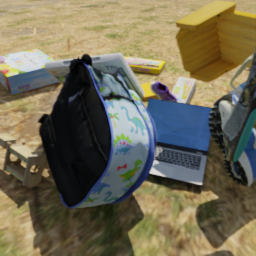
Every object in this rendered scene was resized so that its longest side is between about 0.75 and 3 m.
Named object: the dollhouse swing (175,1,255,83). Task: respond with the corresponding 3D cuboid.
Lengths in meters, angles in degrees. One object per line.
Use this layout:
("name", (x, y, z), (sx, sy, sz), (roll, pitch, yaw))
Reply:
("dollhouse swing", (2.696, -2.172, 7.944), (1.868, 2.055, 1.807), (-29, 45, -1))

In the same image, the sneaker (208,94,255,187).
("sneaker", (2.647, 0.209, 6.586), (1.010, 2.267, 0.890), (-30, 21, -19))

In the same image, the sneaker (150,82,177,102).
("sneaker", (1.231, -1.126, 9.288), (0.485, 1.162, 0.468), (-3, 59, 57))

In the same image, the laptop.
("laptop", (1.202, 0.280, 7.660), (1.993, 1.233, 2.128), (10, 31, 16))

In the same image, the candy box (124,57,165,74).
("candy box", (0.575, -3.087, 13.724), (2.293, 0.303, 1.172), (11, 32, 16))

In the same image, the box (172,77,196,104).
("box", (1.966, -1.182, 10.123), (0.654, 0.589, 1.163), (15, 61, 24))

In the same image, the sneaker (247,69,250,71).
("sneaker", (3.824, -1.838, 8.470), (0.390, 0.862, 0.287), (9, 7, 27))

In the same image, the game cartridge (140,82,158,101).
("game cartridge", (0.831, -1.507, 11.422), (1.043, 0.192, 1.183), (-15, 34, -21))

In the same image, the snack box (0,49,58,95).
("snack box", (-4.523, -2.567, 12.353), (2.252, 0.904, 2.671), (-22, 40, -28))

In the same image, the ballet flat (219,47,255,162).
("ballet flat", (2.261, -0.529, 5.435), (0.858, 2.385, 0.858), (20, 14, -5))

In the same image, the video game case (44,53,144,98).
("video game case", (-0.938, -1.475, 8.970), (2.377, 2.614, 0.305), (-2, 73, 17))

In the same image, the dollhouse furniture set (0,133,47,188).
("dollhouse furniture set", (-2.621, 0.798, 7.580), (1.551, 0.862, 1.371), (23, 15, 32))

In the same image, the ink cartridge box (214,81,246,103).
("ink cartridge box", (2.894, -0.761, 7.919), (0.448, 1.321, 0.760), (57, 16, 9))

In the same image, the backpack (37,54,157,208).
("backpack", (-0.591, 0.284, 6.448), (2.060, 2.565, 2.803), (11, 40, -38))

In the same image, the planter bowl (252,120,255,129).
("planter bowl", (4.450, -0.113, 8.400), (2.476, 1.031, 2.476), (-5, 29, 3))
